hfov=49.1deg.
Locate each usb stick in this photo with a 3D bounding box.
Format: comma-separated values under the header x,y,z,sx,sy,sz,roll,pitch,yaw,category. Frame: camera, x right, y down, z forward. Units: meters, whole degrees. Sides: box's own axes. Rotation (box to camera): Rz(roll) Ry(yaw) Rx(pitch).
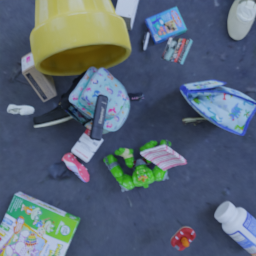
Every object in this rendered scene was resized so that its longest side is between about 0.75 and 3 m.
x,y,z,sx,sy,sz,roll,pitch,yaw,category
-0.816,-0.283,7.890,0.370,0.217,1.333,14,77,-24,usb stick

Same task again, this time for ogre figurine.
x,y,z,sx,sy,sz,roll,pitch,yaw,category
0.478,1.405,10.308,2.494,1.223,1.495,-9,68,-15,ogre figurine

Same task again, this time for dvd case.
x,y,z,sx,sy,sz,roll,pitch,yaw,category
1.431,-2.325,8.385,0.109,0.995,0.726,16,100,-35,dvd case

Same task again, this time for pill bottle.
x,y,z,sx,sy,sz,roll,pitch,yaw,category
4.129,3.596,10.150,1.919,1.075,1.075,42,87,3,pill bottle

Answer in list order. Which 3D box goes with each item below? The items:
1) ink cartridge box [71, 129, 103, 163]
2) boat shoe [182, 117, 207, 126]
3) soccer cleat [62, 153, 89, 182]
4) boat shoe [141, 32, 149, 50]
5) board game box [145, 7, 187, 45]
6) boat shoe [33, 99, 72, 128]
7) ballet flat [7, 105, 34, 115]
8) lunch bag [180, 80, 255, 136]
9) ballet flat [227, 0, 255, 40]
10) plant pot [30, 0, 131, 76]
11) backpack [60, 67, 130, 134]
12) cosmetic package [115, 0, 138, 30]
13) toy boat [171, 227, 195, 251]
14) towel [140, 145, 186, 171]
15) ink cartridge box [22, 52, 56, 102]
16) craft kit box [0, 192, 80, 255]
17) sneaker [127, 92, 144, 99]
x,y,z,sx,sy,sz,roll,pitch,yaw,category
-1.536,0.676,10.455,0.742,0.430,1.028,36,71,-4,ink cartridge box
2.568,-0.244,10.812,0.955,0.341,0.314,-3,96,1,boat shoe
-1.993,1.548,10.673,0.506,0.441,1.324,-35,95,33,soccer cleat
0.648,-3.435,11.064,0.250,0.264,0.754,13,85,7,boat shoe
1.486,-4.035,11.074,1.347,0.303,1.024,-22,86,-2,board game box
-2.121,-0.767,10.382,2.965,1.085,0.929,-21,100,-9,boat shoe
-3.607,-0.557,9.346,0.971,0.348,0.348,6,86,16,ballet flat
2.991,-0.923,9.847,2.320,1.973,1.478,20,103,-1,lunch bag
4.620,-4.893,10.813,1.010,1.010,2.908,17,86,1,ballet flat
-1.609,-3.366,8.664,2.972,2.972,2.796,-11,87,-1,plant pot
-0.915,-0.838,9.319,2.043,1.538,1.814,44,56,-25,backpack
0.109,-5.311,10.763,0.685,1.116,2.704,13,85,0,cosmetic package
1.862,3.725,9.272,0.573,0.574,0.879,43,90,-12,toy boat
1.065,0.907,8.350,0.882,1.205,0.180,-24,46,36,towel
-3.177,-1.846,9.961,0.584,1.554,1.280,-29,127,0,ink cartridge box
-3.495,4.115,10.373,2.583,0.635,2.616,23,86,-1,craft kit box
0.238,-1.197,10.880,0.785,0.322,0.275,0,71,19,sneaker
